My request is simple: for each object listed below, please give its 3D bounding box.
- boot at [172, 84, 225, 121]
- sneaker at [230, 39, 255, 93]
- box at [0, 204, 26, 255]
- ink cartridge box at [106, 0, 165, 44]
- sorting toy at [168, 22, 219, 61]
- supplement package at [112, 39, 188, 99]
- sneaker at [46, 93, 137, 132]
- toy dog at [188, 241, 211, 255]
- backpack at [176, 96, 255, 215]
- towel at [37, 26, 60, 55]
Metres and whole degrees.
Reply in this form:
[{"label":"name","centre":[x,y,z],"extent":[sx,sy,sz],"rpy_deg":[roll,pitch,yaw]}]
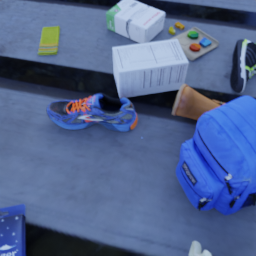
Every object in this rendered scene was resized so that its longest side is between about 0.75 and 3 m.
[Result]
[{"label":"boot","centre":[2.311,-0.389,7.742],"extent":[1.898,2.445,0.938],"rpy_deg":[24,92,24]},{"label":"sneaker","centre":[4.240,-2.237,9.730],"extent":[1.073,0.929,2.591],"rpy_deg":[13,56,9]},{"label":"box","centre":[-3.082,2.871,6.493],"extent":[1.331,0.356,2.197],"rpy_deg":[-10,54,-7]},{"label":"ink cartridge box","centre":[0.302,-4.291,11.242],"extent":[1.932,0.815,1.411],"rpy_deg":[31,61,20]},{"label":"sorting toy","centre":[2.345,-3.541,11.047],"extent":[1.522,0.274,2.043],"rpy_deg":[-34,61,-21]},{"label":"supplement package","centre":[0.686,-1.969,9.352],"extent":[2.234,1.224,1.271],"rpy_deg":[-9,55,-6]},{"label":"sneaker","centre":[-1.095,-0.603,8.478],"extent":[2.781,1.091,1.048],"rpy_deg":[1,54,0]},{"label":"toy dog","centre":[2.349,3.556,5.194],"extent":[2.546,1.776,2.468],"rpy_deg":[14,68,9]},{"label":"backpack","centre":[2.383,0.775,6.562],"extent":[2.199,2.621,2.129],"rpy_deg":[-24,59,-16]},{"label":"towel","centre":[-3.123,-3.485,11.088],"extent":[0.731,0.153,1.699],"rpy_deg":[-3,55,-3]}]
